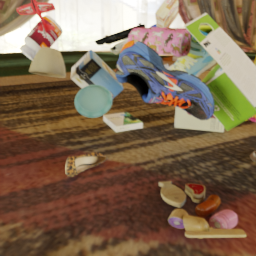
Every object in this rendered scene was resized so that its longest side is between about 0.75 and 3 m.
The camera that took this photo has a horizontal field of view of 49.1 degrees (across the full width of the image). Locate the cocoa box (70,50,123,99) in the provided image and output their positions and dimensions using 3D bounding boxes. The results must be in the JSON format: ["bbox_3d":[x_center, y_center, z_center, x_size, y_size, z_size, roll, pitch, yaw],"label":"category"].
[{"bbox_3d":[-1.123,-1.799,10.174,1.071,1.633,1.089,-40,30,15],"label":"cocoa box"}]

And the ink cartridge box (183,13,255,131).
[{"bbox_3d":[2.530,-1.680,7.937,1.082,2.857,2.111,-41,2,43],"label":"ink cartridge box"}]

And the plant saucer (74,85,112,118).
[{"bbox_3d":[-0.823,-0.651,6.618,0.891,0.891,0.160,-5,36,-13],"label":"plant saucer"}]

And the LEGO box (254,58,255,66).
[{"bbox_3d":[5.208,-2.319,9.555,1.055,2.735,2.037,5,38,5],"label":"LEGO box"}]

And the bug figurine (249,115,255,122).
[{"bbox_3d":[5.344,-0.710,12.530,2.070,0.533,1.605,-12,29,-40],"label":"bug figurine"}]

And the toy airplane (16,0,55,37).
[{"bbox_3d":[-2.588,-3.311,8.245,1.279,1.279,0.235,5,42,14],"label":"toy airplane"}]

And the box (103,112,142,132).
[{"bbox_3d":[-0.252,-0.265,11.646,1.155,0.291,1.600,-9,23,-22],"label":"box"}]

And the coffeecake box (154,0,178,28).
[{"bbox_3d":[1.421,-4.159,10.266,0.418,0.878,1.144,37,1,12],"label":"coffeecake box"}]

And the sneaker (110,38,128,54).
[{"bbox_3d":[-0.239,-2.861,9.796,0.918,0.323,0.368,-25,-6,28],"label":"sneaker"}]

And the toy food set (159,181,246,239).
[{"bbox_3d":[1.520,1.787,6.049,1.490,0.369,2.344,0,13,-1],"label":"toy food set"}]

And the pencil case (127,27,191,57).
[{"bbox_3d":[0.930,-2.549,8.331,1.861,0.805,0.771,10,45,30],"label":"pencil case"}]

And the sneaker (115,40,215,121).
[{"bbox_3d":[0.833,-0.914,6.811,2.742,1.033,1.075,31,65,-2],"label":"sneaker"}]

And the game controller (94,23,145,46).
[{"bbox_3d":[-0.354,-3.710,11.151,2.091,0.440,1.091,-6,12,37],"label":"game controller"}]

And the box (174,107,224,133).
[{"bbox_3d":[2.946,-0.581,11.373,1.941,1.057,1.241,6,21,16],"label":"box"}]

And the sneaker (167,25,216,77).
[{"bbox_3d":[1.978,-2.361,9.569,2.909,1.899,1.157,-44,66,-4],"label":"sneaker"}]

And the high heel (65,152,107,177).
[{"bbox_3d":[-1.159,0.999,7.834,1.009,0.506,1.416,-5,11,5],"label":"high heel"}]

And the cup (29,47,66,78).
[{"bbox_3d":[-2.497,-2.073,8.822,1.120,0.801,1.120,7,4,0],"label":"cup"}]

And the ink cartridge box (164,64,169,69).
[{"bbox_3d":[1.814,-2.712,13.932,0.176,0.797,0.812,-8,15,47],"label":"ink cartridge box"}]

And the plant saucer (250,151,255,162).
[{"bbox_3d":[4.347,0.904,8.657,1.058,0.170,1.058,0,21,0],"label":"plant saucer"}]

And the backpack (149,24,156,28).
[{"bbox_3d":[1.151,-3.899,12.633,1.314,1.272,1.566,-39,16,-24],"label":"backpack"}]

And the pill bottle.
[{"bbox_3d":[-3.145,-3.185,10.056,1.549,0.875,0.875,-52,37,-7],"label":"pill bottle"}]
